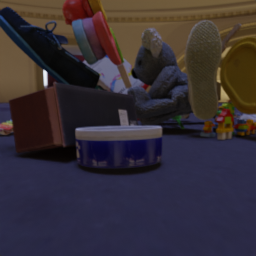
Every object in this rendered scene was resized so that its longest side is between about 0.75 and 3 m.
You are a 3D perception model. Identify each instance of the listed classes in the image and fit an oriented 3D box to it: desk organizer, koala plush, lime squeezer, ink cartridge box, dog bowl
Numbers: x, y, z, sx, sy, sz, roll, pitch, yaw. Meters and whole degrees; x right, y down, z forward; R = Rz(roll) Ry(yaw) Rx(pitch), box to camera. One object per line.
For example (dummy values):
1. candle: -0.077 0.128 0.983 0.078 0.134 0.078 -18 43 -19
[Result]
1. desk organizer: -0.890 -0.165 5.782 1.101 1.026 2.860 -11 -3 26
2. koala plush: 0.990 -1.573 8.413 2.243 2.441 2.165 -17 -13 13
3. lime squeezer: 1.630 -0.555 9.325 0.338 1.792 0.633 5 -36 -16
4. ink cartridge box: -0.298 -1.368 9.117 1.445 2.487 0.836 -52 5 -38
5. dog bowl: -0.137 0.250 4.301 1.315 0.518 1.315 -2 2 0

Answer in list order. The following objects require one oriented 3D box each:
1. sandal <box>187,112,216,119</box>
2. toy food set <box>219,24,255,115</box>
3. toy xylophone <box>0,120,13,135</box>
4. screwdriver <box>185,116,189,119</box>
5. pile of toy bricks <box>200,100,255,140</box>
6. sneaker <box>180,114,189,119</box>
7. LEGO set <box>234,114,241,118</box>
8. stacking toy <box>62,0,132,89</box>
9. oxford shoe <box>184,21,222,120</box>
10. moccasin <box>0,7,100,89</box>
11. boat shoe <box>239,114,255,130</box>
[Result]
1. sandal: 1.881 -0.706 10.363 2.924 0.626 1.112 15 6 -7
2. toy food set: 3.135 -1.395 6.997 0.833 1.501 2.551 7 45 -25
3. toy xylophone: -3.284 -0.041 7.524 0.632 0.217 0.863 5 22 9
4. screwdriver: 2.298 -0.588 13.427 0.256 0.245 1.758 -37 20 -23
5. pile of toy bricks: 2.618 -0.274 7.352 1.875 0.926 1.040 -5 9 -40
6. sneaker: 1.906 -1.094 11.499 0.690 1.764 0.681 -39 -16 25
7. LEGO set: 5.050 -0.552 12.437 1.569 0.385 1.172 0 3 -3
8. stacking toy: -0.835 -2.106 7.034 1.004 2.152 2.377 -20 48 7
9. oxford shoe: 1.839 -1.390 6.969 0.895 2.381 0.687 -3 11 8
10. moccasin: -1.568 -1.591 5.818 2.340 0.798 0.941 43 -10 -33
11. boat shoe: 3.742 -0.065 7.978 0.413 0.455 1.237 -44 35 -7
